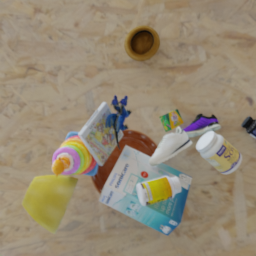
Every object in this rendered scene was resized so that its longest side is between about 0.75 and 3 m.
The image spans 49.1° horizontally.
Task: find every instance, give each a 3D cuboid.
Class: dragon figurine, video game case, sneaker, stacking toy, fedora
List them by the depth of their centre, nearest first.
[{"bbox_3d":[-1.927,1.071,9.291,1.445,2.632,1.528,12,98,8],"label":"stacking toy"},{"bbox_3d":[-0.378,-0.190,9.499,0.590,0.997,2.004,22,105,21],"label":"dragon figurine"},{"bbox_3d":[-0.889,0.239,9.799,0.195,1.703,1.550,11,53,35],"label":"video game case"},{"bbox_3d":[1.402,0.698,10.107,1.957,0.748,0.788,-31,92,-31],"label":"sneaker"},{"bbox_3d":[2.895,-0.140,11.610,1.657,0.576,0.824,-14,69,9],"label":"sneaker"},{"bbox_3d":[0.611,-3.602,12.201,1.613,0.658,1.613,0,85,2],"label":"fedora"}]

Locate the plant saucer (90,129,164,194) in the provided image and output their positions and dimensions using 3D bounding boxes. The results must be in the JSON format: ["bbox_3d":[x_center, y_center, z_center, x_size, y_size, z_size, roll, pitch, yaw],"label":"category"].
[{"bbox_3d":[-0.057,1.554,11.156,2.990,0.483,2.990,2,82,-11],"label":"plant saucer"}]

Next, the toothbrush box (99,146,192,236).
[{"bbox_3d":[0.642,2.183,10.030,2.764,1.179,2.023,26,46,5],"label":"toothbrush box"}]

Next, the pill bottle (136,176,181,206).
[{"bbox_3d":[0.970,1.954,8.838,1.319,0.720,0.720,-13,80,-11],"label":"pill bottle"}]

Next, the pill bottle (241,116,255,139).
[{"bbox_3d":[5.338,0.086,11.512,1.256,0.703,0.703,37,82,6],"label":"pill bottle"}]

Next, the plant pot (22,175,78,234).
[{"bbox_3d":[-2.717,2.394,9.495,1.387,1.954,1.954,23,80,-7],"label":"plant pot"}]

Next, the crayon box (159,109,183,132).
[{"bbox_3d":[1.764,-0.313,11.345,0.324,1.113,0.661,-23,91,39],"label":"crayon box"}]

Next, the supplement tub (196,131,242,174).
[{"bbox_3d":[3.272,0.892,10.153,1.412,1.026,1.026,40,82,-10],"label":"supplement tub"}]
